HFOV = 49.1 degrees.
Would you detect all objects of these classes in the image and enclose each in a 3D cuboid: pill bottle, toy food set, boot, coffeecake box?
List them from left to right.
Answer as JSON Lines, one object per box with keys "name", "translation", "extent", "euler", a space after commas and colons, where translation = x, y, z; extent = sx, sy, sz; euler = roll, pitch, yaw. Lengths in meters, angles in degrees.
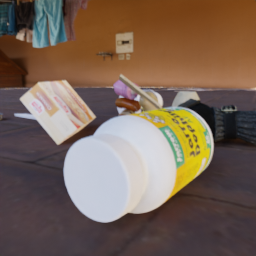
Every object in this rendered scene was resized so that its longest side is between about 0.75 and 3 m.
{"name": "coffeecake box", "translation": [-2.143, -0.600, 9.076], "extent": [0.826, 1.735, 2.260], "euler": [-38, 4, 13]}
{"name": "toy food set", "translation": [0.247, -0.540, 7.362], "extent": [1.640, 0.406, 2.580], "euler": [39, -17, 7]}
{"name": "pill bottle", "translation": [0.661, -1.136, 13.268], "extent": [1.335, 1.335, 2.412], "euler": [7, 13, 32]}
{"name": "pill bottle", "translation": [0.285, 0.461, 4.469], "extent": [1.450, 1.450, 2.571], "euler": [7, 12, 34]}
{"name": "boot", "translation": [2.433, 0.051, 7.547], "extent": [2.296, 1.156, 3.072], "euler": [18, 30, 21]}

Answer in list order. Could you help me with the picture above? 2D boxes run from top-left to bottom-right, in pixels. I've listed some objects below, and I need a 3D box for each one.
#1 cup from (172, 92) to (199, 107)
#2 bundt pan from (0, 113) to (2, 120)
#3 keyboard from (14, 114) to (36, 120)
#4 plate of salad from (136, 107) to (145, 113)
{"name": "cup", "translation": [3.009, -1.250, 14.353], "extent": [1.655, 1.184, 1.655], "euler": [0, 11, 0]}
{"name": "bundt pan", "translation": [-6.038, -0.460, 12.531], "extent": [0.807, 0.303, 0.807], "euler": [0, 11, 0]}
{"name": "keyboard", "translation": [-4.571, -0.547, 13.473], "extent": [2.354, 0.126, 0.663], "euler": [9, 14, 38]}
{"name": "plate of salad", "translation": [0.676, -0.494, 11.320], "extent": [0.831, 0.831, 0.200], "euler": [-6, 20, -27]}
